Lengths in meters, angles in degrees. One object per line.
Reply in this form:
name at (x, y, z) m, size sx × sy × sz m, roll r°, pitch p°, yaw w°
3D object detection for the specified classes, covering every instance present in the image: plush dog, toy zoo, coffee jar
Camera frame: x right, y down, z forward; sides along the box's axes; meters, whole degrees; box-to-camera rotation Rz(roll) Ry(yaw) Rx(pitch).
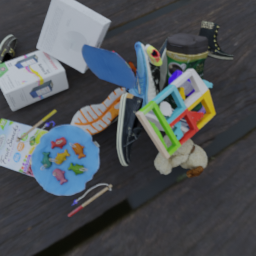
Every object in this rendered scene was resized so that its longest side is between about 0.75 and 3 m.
plush dog at (1.806, 0.765, 8.725) m, size 1.457 × 1.361 × 1.696 m, roll 31°, pitch 39°, yaw -1°
toy zoo at (1.548, -0.516, 7.963) m, size 2.480 × 1.627 × 0.254 m, roll -40°, pitch 24°, yaw -15°
coffee jar at (1.948, -1.858, 9.584) m, size 1.107 × 2.596 × 1.354 m, roll -24°, pitch 36°, yaw -34°

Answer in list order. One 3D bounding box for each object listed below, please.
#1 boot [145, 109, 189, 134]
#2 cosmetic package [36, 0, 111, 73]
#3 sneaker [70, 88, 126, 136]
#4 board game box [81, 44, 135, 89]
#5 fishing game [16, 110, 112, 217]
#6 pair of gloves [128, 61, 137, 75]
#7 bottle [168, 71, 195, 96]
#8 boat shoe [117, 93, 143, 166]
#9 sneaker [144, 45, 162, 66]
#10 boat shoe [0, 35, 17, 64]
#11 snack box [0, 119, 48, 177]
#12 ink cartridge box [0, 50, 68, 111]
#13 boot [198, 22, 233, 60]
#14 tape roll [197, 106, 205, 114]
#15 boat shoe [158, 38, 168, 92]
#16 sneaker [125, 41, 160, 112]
boot at (1.267, -0.327, 9.406) m, size 1.713 × 0.623 × 0.774 m, roll 22°, pitch 62°, yaw 2°
cosmetic package at (-2.081, -3.587, 10.753) m, size 2.047 × 2.040 × 1.258 m, roll 28°, pitch 28°, yaw -5°
sneaker at (-0.923, -0.408, 10.226) m, size 2.665 × 1.029 × 1.043 m, roll -32°, pitch 78°, yaw -22°
board game box at (-0.577, -2.157, 9.352) m, size 2.128 × 1.681 × 0.414 m, roll 22°, pitch 67°, yaw 28°
fishing game at (-1.766, 0.885, 7.785) m, size 2.030 × 0.441 × 2.836 m, roll -35°, pitch 79°, yaw -1°
pair of gloves at (0.048, -2.335, 10.882) m, size 0.946 × 0.843 × 0.117 m, roll 25°, pitch 72°, yaw 39°
bottle at (1.891, -1.262, 8.670) m, size 1.299 × 0.543 × 0.424 m, roll 25°, pitch 44°, yaw -20°
boat shoe at (0.085, 0.092, 8.935) m, size 0.736 × 0.882 × 2.365 m, roll 6°, pitch 98°, yaw 11°
sneaker at (0.818, -2.140, 8.484) m, size 0.330 × 0.845 × 0.382 m, roll -53°, pitch 44°, yaw 0°
boat shoe at (-5.260, -3.119, 12.081) m, size 0.598 × 0.708 × 1.985 m, roll 20°, pitch 70°, yaw 8°
snack box at (-3.345, 0.647, 8.908) m, size 2.032 × 0.538 × 1.445 m, roll 14°, pitch 81°, yaw 20°
ink cartridge box at (-3.828, -1.972, 11.067) m, size 2.385 × 1.043 × 1.733 m, roll -25°, pitch 58°, yaw -20°
boot at (3.061, -3.021, 9.781) m, size 1.484 × 1.121 × 0.536 m, roll 21°, pitch 19°, yaw 20°
tape roll at (2.487, -0.908, 10.808) m, size 1.058 × 0.449 × 1.058 m, roll -5°, pitch 69°, yaw 13°
boat shoe at (1.248, -2.530, 11.175) m, size 0.796 × 0.964 × 2.574 m, roll 22°, pitch 93°, yaw 35°
sneaker at (0.416, -1.572, 9.753) m, size 1.266 × 1.104 × 2.816 m, roll 0°, pitch 102°, yaw 23°
